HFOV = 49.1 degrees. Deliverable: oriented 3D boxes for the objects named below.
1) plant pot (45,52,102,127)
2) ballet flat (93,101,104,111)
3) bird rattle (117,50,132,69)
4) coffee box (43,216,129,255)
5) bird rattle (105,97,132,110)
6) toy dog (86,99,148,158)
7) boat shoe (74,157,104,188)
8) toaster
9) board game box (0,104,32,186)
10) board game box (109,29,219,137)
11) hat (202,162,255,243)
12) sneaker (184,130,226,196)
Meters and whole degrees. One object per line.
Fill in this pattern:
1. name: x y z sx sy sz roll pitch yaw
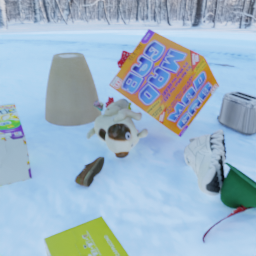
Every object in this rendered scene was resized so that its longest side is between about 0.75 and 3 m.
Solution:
1. plant pot: -2.417 -1.760 11.918 2.495 2.664 2.495 0 25 0
2. ballet flat: -0.977 -0.771 9.612 0.278 0.286 0.803 33 -2 12
3. bird rattle: 0.499 -2.264 11.805 2.212 1.803 1.246 2 7 -40
4. coffee box: -0.681 2.395 4.716 1.111 1.099 1.109 -13 28 -27
5. bird rattle: -0.344 -0.771 11.384 1.225 0.690 0.998 19 37 -44
6. toy dog: -0.363 0.065 9.337 2.029 1.460 2.093 -11 24 -12
7. boat shoe: -1.095 1.190 8.112 0.440 0.466 1.295 9 26 17
8. toaster: 4.448 -0.642 11.105 1.145 1.301 2.014 -12 27 -26
9. board game box: -3.966 0.413 8.595 1.432 1.458 2.781 -11 28 -24
10. board game box: 1.304 -1.478 9.781 2.342 2.340 2.340 39 6 32
11. hat: 2.523 1.916 6.907 1.863 1.640 1.543 31 9 -28
12. sneaker: 2.184 0.978 8.093 1.202 1.114 2.966 -3 18 21
